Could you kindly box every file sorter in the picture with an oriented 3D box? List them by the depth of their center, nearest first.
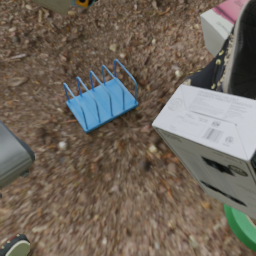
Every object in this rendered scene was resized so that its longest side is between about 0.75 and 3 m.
[{"bbox_3d":[-0.754,-0.946,7.773,1.737,1.066,1.205,-29,62,-16],"label":"file sorter"}]

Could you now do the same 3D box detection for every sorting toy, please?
[{"bbox_3d":[-1.439,-2.718,5.542,1.342,0.755,0.183,20,29,-19],"label":"sorting toy"}]

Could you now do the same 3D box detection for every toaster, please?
[{"bbox_3d":[-2.414,0.364,4.454,1.650,0.937,1.066,47,48,-3],"label":"toaster"}]

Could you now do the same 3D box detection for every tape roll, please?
[{"bbox_3d":[3.260,1.847,6.375,1.997,0.480,1.997,0,58,0],"label":"tape roll"}]

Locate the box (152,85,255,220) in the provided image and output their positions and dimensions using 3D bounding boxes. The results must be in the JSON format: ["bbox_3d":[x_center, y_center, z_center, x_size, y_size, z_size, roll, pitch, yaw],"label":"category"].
[{"bbox_3d":[1.322,0.448,3.520,1.218,2.087,0.628,23,71,46],"label":"box"}]

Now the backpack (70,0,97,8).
[{"bbox_3d":[-1.451,-4.134,6.957,2.214,1.697,1.946,28,92,53],"label":"backpack"}]

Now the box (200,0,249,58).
[{"bbox_3d":[2.649,-2.190,5.961,1.801,0.981,1.151,-27,50,5],"label":"box"}]

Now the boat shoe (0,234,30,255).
[{"bbox_3d":[-2.621,2.786,5.854,1.283,0.469,0.402,-42,30,-12],"label":"boat shoe"}]

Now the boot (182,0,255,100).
[{"bbox_3d":[1.525,-1.028,4.445,0.662,1.362,1.809,23,71,-15],"label":"boot"}]
